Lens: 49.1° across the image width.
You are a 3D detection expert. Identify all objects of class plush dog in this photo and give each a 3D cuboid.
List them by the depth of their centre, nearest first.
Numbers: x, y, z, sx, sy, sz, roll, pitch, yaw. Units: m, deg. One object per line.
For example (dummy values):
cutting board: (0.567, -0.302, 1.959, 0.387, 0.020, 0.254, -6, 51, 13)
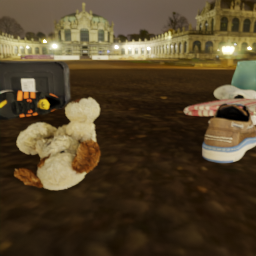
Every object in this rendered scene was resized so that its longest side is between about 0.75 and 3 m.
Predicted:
plush dog: (-0.919, 0.418, 4.150, 1.461, 1.172, 1.254, -26, 24, 16)

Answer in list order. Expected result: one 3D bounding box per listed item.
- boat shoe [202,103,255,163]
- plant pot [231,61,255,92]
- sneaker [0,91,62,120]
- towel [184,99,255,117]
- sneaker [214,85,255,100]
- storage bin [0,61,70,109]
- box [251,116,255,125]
boat shoe: (2.181, -0.045, 5.707, 0.876, 0.878, 2.426, 7, 16, 27)
plant pot: (5.185, -2.018, 11.807, 1.714, 1.610, 1.714, -4, 12, 1)
sneaker: (-3.032, -0.746, 8.575, 1.070, 0.831, 2.377, 3, 12, 25)
towel: (3.470, -0.567, 8.394, 2.192, 0.448, 2.995, -11, 10, -37)
sneaker: (4.214, -1.328, 11.287, 0.748, 0.656, 1.866, -14, 20, -36)
storage bin: (-3.442, -1.589, 10.234, 2.444, 1.652, 1.146, -1, 14, -4)
box: (3.134, -0.181, 7.504, 1.362, 0.282, 0.263, -13, 19, -39)
